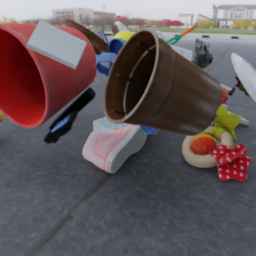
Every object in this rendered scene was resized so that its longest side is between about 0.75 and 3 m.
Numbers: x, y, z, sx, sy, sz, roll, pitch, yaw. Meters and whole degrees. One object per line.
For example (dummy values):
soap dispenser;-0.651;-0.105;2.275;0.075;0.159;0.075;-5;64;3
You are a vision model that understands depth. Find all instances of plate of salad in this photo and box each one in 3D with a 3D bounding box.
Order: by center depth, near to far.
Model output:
plate of salad;3.300;-1.242;7.719;0.435;1.812;1.812;-33;1;37

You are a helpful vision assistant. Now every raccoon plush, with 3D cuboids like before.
raccoon plush;2.298;-2.426;9.774;0.926;1.383;0.669;32;29;-33

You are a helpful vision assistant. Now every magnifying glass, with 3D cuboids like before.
magnifying glass;2.114;-3.789;11.673;1.461;0.164;0.581;-23;-5;40

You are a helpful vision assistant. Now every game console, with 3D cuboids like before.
game console;-1.658;-0.327;7.862;1.651;0.337;2.800;-42;15;10

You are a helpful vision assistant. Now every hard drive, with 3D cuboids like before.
hard drive;-1.525;-1.803;6.079;1.087;0.717;0.143;23;-25;-13

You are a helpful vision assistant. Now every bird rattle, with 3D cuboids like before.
bird rattle;2.862;0.676;9.286;2.119;1.464;2.599;-14;47;26

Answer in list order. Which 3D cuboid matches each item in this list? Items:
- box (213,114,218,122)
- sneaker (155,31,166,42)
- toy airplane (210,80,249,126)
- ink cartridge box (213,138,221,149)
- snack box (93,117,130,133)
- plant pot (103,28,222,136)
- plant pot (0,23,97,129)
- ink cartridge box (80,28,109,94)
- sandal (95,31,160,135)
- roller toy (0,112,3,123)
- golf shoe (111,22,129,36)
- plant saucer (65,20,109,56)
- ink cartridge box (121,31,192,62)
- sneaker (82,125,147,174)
box;1.770;-0.904;8.079;0.387;2.000;0.414;-45;8;-11
sneaker;0.968;-1.653;9.003;0.990;2.684;1.174;-13;52;-3
toy airplane;3.760;-0.881;12.480;2.492;1.766;2.503;31;-6;-35
ink cartridge box;3.193;0.549;10.264;0.849;0.496;1.463;13;27;27
snack box;-0.225;-0.033;11.437;1.878;0.635;1.584;-21;32;-37
plant pot;0.846;-0.819;6.416;2.099;2.121;2.121;18;14;-28
plant pot;-2.355;-1.675;7.947;2.726;2.726;2.412;14;31;29
ink cartridge box;-1.822;-2.753;11.811;2.494;2.489;0.506;-28;52;-2
sandal;0.000;-1.101;7.753;1.292;2.967;1.179;-31;6;-39
roller toy;-6.095;-0.100;10.202;2.480;1.733;2.262;12;26;26
golf shoe;0.361;-3.685;12.441;1.268;2.753;0.999;-39;33;7
plant saucer;-1.340;-2.851;9.167;1.799;0.329;1.799;31;1;-1
ink cartridge box;0.834;-2.228;11.065;2.998;2.188;1.260;13;-21;-9
sneaker;-0.451;0.409;9.808;1.510;1.087;2.889;18;33;24
